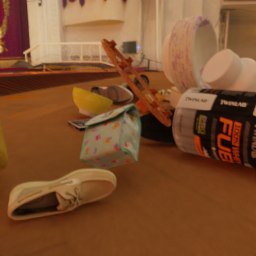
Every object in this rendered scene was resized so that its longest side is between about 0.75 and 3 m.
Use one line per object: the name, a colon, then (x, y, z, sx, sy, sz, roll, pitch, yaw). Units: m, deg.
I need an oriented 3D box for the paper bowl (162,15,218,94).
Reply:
paper bowl: (2.368, -2.764, 10.918, 1.514, 2.912, 2.912, 6, 15, 35)

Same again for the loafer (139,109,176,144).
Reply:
loafer: (1.536, 0.023, 8.230, 2.729, 0.993, 0.986, 1, -9, -5)

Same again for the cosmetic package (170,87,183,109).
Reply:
cosmetic package: (2.913, -1.240, 12.712, 1.369, 0.966, 2.644, -2, 14, -8)

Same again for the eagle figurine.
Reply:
eagle figurine: (0.472, -2.116, 15.800, 1.503, 1.495, 1.981, -8, 24, 8)

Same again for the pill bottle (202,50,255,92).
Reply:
pill bottle: (3.788, -1.205, 8.902, 2.862, 1.593, 1.593, 30, 3, -23)

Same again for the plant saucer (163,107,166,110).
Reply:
plant saucer: (0.806, -0.293, 9.299, 1.165, 0.172, 1.165, -34, 13, 9)

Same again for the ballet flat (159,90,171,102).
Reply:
ballet flat: (2.107, -1.843, 15.729, 0.713, 0.659, 2.115, -12, 18, -36)

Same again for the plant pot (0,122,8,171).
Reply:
plant pot: (-3.469, -0.738, 3.828, 2.616, 2.633, 2.694, -14, -24, -18)

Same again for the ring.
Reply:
ring: (0.291, -1.153, 6.874, 0.255, 2.656, 2.656, -38, 8, 13)

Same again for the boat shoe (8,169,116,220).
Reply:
boat shoe: (-0.985, 1.083, 4.404, 1.695, 0.612, 0.551, -7, 23, -13)

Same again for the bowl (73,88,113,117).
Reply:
bowl: (-1.538, -0.946, 11.348, 1.663, 0.895, 1.663, 19, 1, 0)

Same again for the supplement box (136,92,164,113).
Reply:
supplement box: (1.066, -1.238, 13.038, 0.600, 0.580, 1.743, 48, 31, 6)

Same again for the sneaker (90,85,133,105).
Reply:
sneaker: (-0.772, -1.833, 15.091, 2.820, 1.051, 1.228, 14, 15, 41)

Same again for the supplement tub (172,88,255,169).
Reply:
supplement tub: (2.562, -0.009, 6.395, 2.738, 1.677, 1.677, 10, 18, 38)

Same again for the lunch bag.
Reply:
lunch bag: (-0.326, 0.116, 5.515, 1.031, 1.210, 0.738, -18, -39, 32)

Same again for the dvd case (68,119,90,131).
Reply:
dvd case: (-1.539, -0.108, 9.944, 0.860, 0.141, 1.144, -8, 17, -29)
